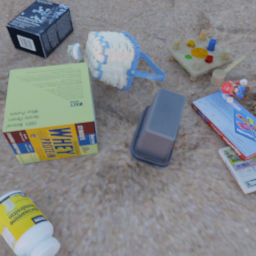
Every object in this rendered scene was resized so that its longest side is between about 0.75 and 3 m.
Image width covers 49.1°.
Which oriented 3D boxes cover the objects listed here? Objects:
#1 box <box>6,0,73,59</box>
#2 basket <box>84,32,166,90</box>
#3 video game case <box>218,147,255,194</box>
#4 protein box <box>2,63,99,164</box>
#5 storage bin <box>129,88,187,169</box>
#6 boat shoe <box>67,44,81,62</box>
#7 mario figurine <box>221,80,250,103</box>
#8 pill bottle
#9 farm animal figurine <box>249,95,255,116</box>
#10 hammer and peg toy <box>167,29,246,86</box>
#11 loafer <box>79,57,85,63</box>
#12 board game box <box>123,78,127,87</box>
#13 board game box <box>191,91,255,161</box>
[{"bbox_3d":[-3.994,-4.643,13.007,1.811,1.307,2.441,20,55,14],"label":"box"},{"bbox_3d":[-0.184,-2.687,11.138,2.877,2.001,2.536,1,33,-23],"label":"basket"},{"bbox_3d":[4.225,1.174,9.220,1.875,0.207,1.706,-13,49,-9],"label":"video game case"},{"bbox_3d":[-2.509,-0.543,9.568,2.689,1.828,2.709,-8,53,-6],"label":"protein box"},{"bbox_3d":[1.182,-0.048,9.230,1.679,1.549,2.307,20,59,2],"label":"storage bin"},{"bbox_3d":[-2.030,-2.808,10.492,0.471,0.547,1.520,-11,26,-3],"label":"boat shoe"},{"bbox_3d":[3.979,-1.329,10.210,1.296,0.687,0.800,6,67,-32],"label":"mario figurine"},{"bbox_3d":[-2.760,2.723,7.575,1.972,1.105,1.105,38,62,24],"label":"pill bottle"},{"bbox_3d":[5.193,-0.971,10.630,1.280,0.675,1.294,-27,58,-19],"label":"farm animal figurine"},{"bbox_3d":[3.325,-2.850,11.835,2.189,1.050,2.976,-24,57,-19],"label":"hammer and peg toy"},{"bbox_3d":[-1.937,-2.933,12.301,0.403,0.373,1.071,26,57,18],"label":"loafer"},{"bbox_3d":[-0.263,-2.049,11.819,0.451,0.101,0.861,-7,54,-2],"label":"board game box"},{"bbox_3d":[3.776,-0.211,10.153,1.527,0.288,2.967,-22,51,-15],"label":"board game box"}]
